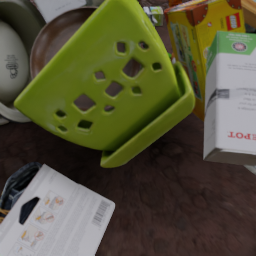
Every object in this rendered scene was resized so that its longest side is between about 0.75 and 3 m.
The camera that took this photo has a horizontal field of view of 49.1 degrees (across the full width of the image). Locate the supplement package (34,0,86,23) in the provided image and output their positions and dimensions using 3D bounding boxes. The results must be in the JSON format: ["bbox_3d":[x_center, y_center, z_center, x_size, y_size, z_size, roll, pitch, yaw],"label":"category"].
[{"bbox_3d":[-1.577,-2.864,6.167,0.926,0.892,1.628,-28,20,-4],"label":"supplement package"}]

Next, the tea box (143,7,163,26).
[{"bbox_3d":[1.289,-5.780,14.503,0.957,0.650,0.972,-2,44,-3],"label":"tea box"}]

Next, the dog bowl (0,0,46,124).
[{"bbox_3d":[-2.806,-1.522,6.347,1.048,2.843,2.843,0,43,18],"label":"dog bowl"}]

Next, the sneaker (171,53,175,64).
[{"bbox_3d":[2.931,-3.025,11.362,2.541,0.925,1.076,-15,56,-14],"label":"sneaker"}]

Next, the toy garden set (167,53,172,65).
[{"bbox_3d":[1.557,-2.746,11.699,1.002,0.200,0.835,-25,47,-25],"label":"toy garden set"}]

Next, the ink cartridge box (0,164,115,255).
[{"bbox_3d":[-1.532,2.124,5.901,1.928,0.489,2.188,31,47,-4],"label":"ink cartridge box"}]

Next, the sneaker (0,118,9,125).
[{"bbox_3d":[-5.062,-0.623,8.769,2.747,1.167,1.058,-14,46,-14],"label":"sneaker"}]

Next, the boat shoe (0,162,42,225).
[{"bbox_3d":[-2.621,1.920,6.144,0.890,1.142,2.517,15,46,15],"label":"boat shoe"}]

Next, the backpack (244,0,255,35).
[{"bbox_3d":[3.833,-3.500,8.738,0.662,1.046,0.873,-11,72,1],"label":"backpack"}]

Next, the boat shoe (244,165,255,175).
[{"bbox_3d":[2.312,0.360,5.203,1.584,0.564,0.553,38,42,1],"label":"boat shoe"}]

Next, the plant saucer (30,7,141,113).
[{"bbox_3d":[-0.807,-1.265,5.467,2.160,0.346,2.160,-1,83,4],"label":"plant saucer"}]

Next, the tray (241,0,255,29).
[{"bbox_3d":[3.197,-3.100,7.413,1.907,0.353,0.941,22,46,-17],"label":"tray"}]

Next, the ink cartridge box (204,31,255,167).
[{"bbox_3d":[1.372,-0.284,3.030,1.000,0.577,1.369,7,71,3],"label":"ink cartridge box"}]

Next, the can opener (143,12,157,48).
[{"bbox_3d":[0.713,-3.478,10.190,0.610,0.483,1.836,-7,57,19],"label":"can opener"}]

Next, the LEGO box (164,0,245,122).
[{"bbox_3d":[1.897,-1.595,6.712,1.053,2.728,2.032,-19,23,-1],"label":"LEGO box"}]

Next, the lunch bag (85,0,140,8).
[{"bbox_3d":[-1.025,-3.657,7.999,1.715,2.065,2.462,49,38,-6],"label":"lunch bag"}]

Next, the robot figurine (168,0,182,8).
[{"bbox_3d":[1.173,-4.287,7.682,1.762,0.707,2.430,-13,64,-26],"label":"robot figurine"}]

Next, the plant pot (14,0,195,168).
[{"bbox_3d":[-0.227,-0.953,5.957,2.735,2.481,2.721,-39,19,20],"label":"plant pot"}]
